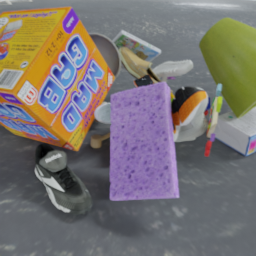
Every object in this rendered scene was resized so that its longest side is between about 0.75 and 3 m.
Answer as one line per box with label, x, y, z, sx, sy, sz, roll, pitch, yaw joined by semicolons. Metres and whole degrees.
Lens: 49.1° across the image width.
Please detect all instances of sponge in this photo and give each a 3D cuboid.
sponge;0.328;0.330;6.962;1.603;0.428;2.873;-11;67;22

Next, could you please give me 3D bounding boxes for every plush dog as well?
plush dog;-1.293;-0.566;10.496;1.040;0.835;0.893;9;-14;-33

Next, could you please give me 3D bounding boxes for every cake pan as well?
cake pan;-1.102;-2.428;10.018;1.895;1.895;0.347;10;28;15

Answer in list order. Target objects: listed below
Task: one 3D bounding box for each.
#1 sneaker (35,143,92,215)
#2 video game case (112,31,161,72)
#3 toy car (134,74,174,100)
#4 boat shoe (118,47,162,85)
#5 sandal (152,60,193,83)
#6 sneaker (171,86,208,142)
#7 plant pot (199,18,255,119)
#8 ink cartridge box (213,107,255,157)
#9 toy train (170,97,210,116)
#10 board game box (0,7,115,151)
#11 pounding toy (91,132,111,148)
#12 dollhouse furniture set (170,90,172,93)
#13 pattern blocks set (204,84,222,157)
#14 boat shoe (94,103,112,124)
sneaker;-1.850;1.234;7.431;0.863;1.176;2.598;-24;39;-31
video game case;0.015;-2.941;11.258;1.792;1.968;0.217;19;65;-27
toy car;0.835;-1.193;9.589;1.462;0.487;0.717;40;61;1
boat shoe;0.566;-2.287;10.694;0.848;2.226;0.798;-29;23;39
sandal;1.652;-2.151;11.189;1.086;0.656;2.668;-35;19;-11
sneaker;1.697;-0.309;7.415;1.146;2.491;0.943;0;68;-9
plant pot;3.623;-2.120;8.990;2.531;2.531;2.705;-27;72;-36
ink cartridge box;4.297;-0.031;9.753;2.208;0.843;1.506;-20;37;-25
toy train;1.651;-0.641;9.124;1.810;0.766;1.047;-25;37;-10
board game box;-2.684;-1.438;8.485;2.882;2.880;2.879;11;65;30
pounding toy;-0.154;0.180;9.267;2.211;1.011;1.942;-2;32;-4
dollhouse furniture set;1.541;-1.334;11.891;0.955;1.067;1.346;14;21;-32
pattern blocks set;2.222;-0.252;7.344;0.136;1.476;1.679;12;50;10
boat shoe;-0.490;-0.471;8.993;0.588;0.647;1.760;-10;2;43
